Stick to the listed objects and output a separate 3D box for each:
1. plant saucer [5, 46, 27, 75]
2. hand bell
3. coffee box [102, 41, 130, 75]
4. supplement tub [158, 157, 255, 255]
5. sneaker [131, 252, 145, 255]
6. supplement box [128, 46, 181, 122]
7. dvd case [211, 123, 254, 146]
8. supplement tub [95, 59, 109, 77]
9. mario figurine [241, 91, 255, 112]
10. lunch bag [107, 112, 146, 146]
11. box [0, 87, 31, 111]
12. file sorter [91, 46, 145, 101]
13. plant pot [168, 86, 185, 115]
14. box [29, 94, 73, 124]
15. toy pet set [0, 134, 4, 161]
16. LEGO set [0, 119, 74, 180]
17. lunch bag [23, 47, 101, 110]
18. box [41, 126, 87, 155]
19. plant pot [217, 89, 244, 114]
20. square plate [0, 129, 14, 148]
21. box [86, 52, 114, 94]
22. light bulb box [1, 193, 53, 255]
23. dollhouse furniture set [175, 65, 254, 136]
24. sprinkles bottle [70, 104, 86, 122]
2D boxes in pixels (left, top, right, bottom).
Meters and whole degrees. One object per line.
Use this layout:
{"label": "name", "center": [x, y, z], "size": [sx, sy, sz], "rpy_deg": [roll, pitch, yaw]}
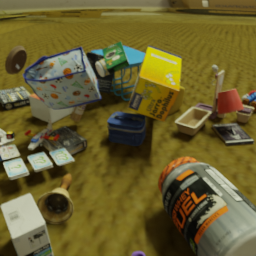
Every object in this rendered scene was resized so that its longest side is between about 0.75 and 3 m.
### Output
{"label": "plant saucer", "center": [-3.351, -2.017, 8.455], "size": [0.137, 0.932, 0.932], "rpy_deg": [26, 34, 5]}
{"label": "hand bell", "center": [-1.663, 1.570, 7.066], "size": [0.838, 0.838, 1.610], "rpy_deg": [0, 18, -1]}
{"label": "coffee box", "center": [-0.379, -2.108, 8.374], "size": [0.676, 0.242, 1.099], "rpy_deg": [-24, 47, 7]}
{"label": "supplement tub", "center": [1.671, 1.729, 5.787], "size": [1.483, 1.483, 2.420], "rpy_deg": [-11, 30, -19]}
{"label": "sneaker", "center": [0.095, 2.839, 4.595], "size": [0.691, 0.715, 1.713], "rpy_deg": [0, 30, 0]}
{"label": "supplement box", "center": [0.927, -1.529, 9.279], "size": [1.278, 1.270, 2.334], "rpy_deg": [19, 40, -3]}
{"label": "dvd case", "center": [3.671, 0.209, 9.911], "size": [0.976, 0.105, 1.313], "rpy_deg": [-4, 30, -7]}
{"label": "supplement tub", "center": [-0.771, -2.383, 10.751], "size": [0.828, 0.599, 0.599], "rpy_deg": [-29, 37, -14]}
{"label": "mario figurine", "center": [5.704, -1.206, 12.080], "size": [1.847, 0.979, 1.140], "rpy_deg": [-32, 77, -28]}
{"label": "lunch bag", "center": [-0.081, -0.054, 9.561], "size": [1.359, 0.899, 0.923], "rpy_deg": [8, 30, 13]}
{"label": "box", "center": [-5.022, -1.345, 12.399], "size": [1.274, 0.388, 1.580], "rpy_deg": [-20, 35, -28]}
{"label": "file sorter", "center": [-0.245, -2.673, 13.386], "size": [1.969, 1.741, 2.838], "rpy_deg": [-17, 34, -28]}
{"label": "plant pot", "center": [1.587, -1.307, 11.555], "size": [1.300, 1.271, 1.263], "rpy_deg": [-10, 30, -30]}
{"label": "box", "center": [-2.854, -1.056, 11.342], "size": [1.145, 0.897, 1.841], "rpy_deg": [20, 35, 29]}
{"label": "toy pet set", "center": [-3.992, 0.585, 8.444], "size": [0.488, 0.858, 0.919], "rpy_deg": [-3, 24, 12]}
{"label": "LEGO set", "center": [-2.883, 0.485, 8.341], "size": [1.787, 0.587, 2.392], "rpy_deg": [-14, 31, -28]}
{"label": "lunch bag", "center": [-2.106, -1.491, 9.060], "size": [1.991, 1.693, 1.233], "rpy_deg": [-17, 58, 5]}
{"label": "box", "center": [-2.132, 0.458, 9.204], "size": [1.043, 0.318, 1.316], "rpy_deg": [-27, 38, -34]}
{"label": "plant pot", "center": [3.547, -0.937, 9.875], "size": [0.872, 0.772, 0.872], "rpy_deg": [-12, 2, 0]}
{"label": "square plate", "center": [-5.115, 0.502, 9.202], "size": [1.984, 0.285, 2.003], "rpy_deg": [24, 37, 36]}
{"label": "box", "center": [-1.234, -2.286, 11.668], "size": [1.106, 1.495, 0.780], "rpy_deg": [5, 15, -42]}
{"label": "light bulb box", "center": [-2.031, 2.080, 5.643], "size": [0.627, 1.005, 0.996], "rpy_deg": [-19, 34, -27]}
{"label": "dollhouse furniture set", "center": [3.140, -0.957, 10.058], "size": [2.219, 1.988, 2.801], "rpy_deg": [19, 34, 30]}
{"label": "sprinkles bottle", "center": [-1.741, -0.826, 10.177], "size": [0.408, 1.196, 0.408], "rpy_deg": [23, 20, -9]}
